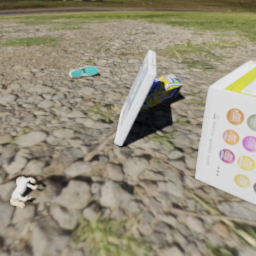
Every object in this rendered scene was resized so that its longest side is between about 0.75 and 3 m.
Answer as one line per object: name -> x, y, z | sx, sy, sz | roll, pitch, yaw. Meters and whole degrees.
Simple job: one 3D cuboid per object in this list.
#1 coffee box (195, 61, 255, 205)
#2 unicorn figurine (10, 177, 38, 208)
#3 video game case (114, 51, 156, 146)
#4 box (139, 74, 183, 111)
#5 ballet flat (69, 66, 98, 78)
coffee box -> 4.040, 0.122, 7.869 | 2.949, 2.978, 2.982 | 21, 35, 34
unicorn figurine -> -2.883, 1.661, 7.736 | 0.763, 0.410, 1.111 | -1, 33, 21
video game case -> 0.274, -1.157, 10.191 | 0.336, 2.878, 2.617 | 22, 29, -8
box -> 1.271, -1.615, 12.492 | 2.552, 0.894, 0.821 | -22, 61, -38
ballet flat -> -2.662, -3.317, 16.700 | 1.753, 0.629, 0.629 | -11, 31, -19
